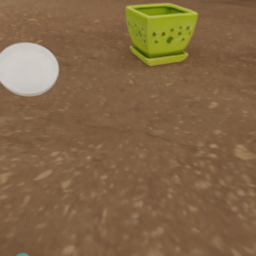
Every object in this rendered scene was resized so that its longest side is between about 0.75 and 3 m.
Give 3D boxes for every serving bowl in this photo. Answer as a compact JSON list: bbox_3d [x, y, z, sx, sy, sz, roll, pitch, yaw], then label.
[{"bbox_3d":[-2.647,-1.473,7.446,1.542,0.507,1.542,5,67,-13],"label":"serving bowl"}]

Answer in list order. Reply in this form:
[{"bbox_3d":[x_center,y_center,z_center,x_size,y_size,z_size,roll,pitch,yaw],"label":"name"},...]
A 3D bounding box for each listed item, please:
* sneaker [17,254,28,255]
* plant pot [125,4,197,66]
[{"bbox_3d":[-2.317,2.573,4.298,1.851,0.737,0.717,-25,41,-31],"label":"sneaker"},{"bbox_3d":[1.448,-4.418,13.283,2.553,2.317,2.540,-13,35,-18],"label":"plant pot"}]
